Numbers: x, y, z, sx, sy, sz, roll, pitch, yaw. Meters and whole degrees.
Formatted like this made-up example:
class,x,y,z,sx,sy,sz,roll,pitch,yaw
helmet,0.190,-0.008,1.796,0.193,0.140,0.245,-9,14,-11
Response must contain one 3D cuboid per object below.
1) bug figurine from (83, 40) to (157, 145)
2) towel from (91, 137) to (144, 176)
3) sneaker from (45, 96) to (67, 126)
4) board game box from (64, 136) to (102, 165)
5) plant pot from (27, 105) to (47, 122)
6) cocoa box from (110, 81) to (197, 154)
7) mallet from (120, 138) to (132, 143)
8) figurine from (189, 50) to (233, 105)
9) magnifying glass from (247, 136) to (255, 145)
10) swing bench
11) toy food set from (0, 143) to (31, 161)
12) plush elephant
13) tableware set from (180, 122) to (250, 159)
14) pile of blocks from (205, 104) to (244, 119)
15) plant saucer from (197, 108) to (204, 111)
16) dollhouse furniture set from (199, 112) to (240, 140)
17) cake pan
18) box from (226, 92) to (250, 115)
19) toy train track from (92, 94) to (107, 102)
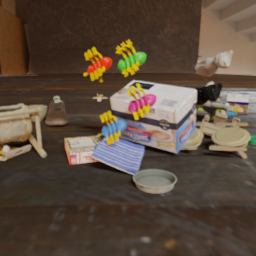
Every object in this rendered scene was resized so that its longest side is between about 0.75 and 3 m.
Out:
class,x,y,z,sx,sy,sz,roll,pitch,yaw
bug figurine,-0.257,-1.010,7.761,2.141,2.761,0.710,-20,-11,35
towel,-0.202,0.651,7.598,1.248,0.206,1.724,21,18,3
sneaker,-3.214,-0.770,12.368,0.917,0.983,2.602,-5,15,-17
board game box,-1.257,0.616,8.270,1.111,0.340,1.467,-4,15,-16
plant pot,-4.090,-0.623,12.495,0.950,0.638,0.950,1,15,0
cocoa box,0.798,-0.409,8.650,2.230,1.464,1.487,14,38,30
mallet,0.272,0.175,10.102,0.623,0.389,1.890,8,13,30
figurine,3.175,-1.902,10.706,0.875,2.032,1.983,18,0,-10
magnifying glass,4.879,0.406,9.499,1.757,0.197,0.699,-5,15,-11
swing bench,-3.905,0.109,8.019,2.273,1.482,2.285,-12,19,-38
toy food set,-3.660,0.598,8.287,1.248,0.377,0.896,7,16,25
plush elephant,3.646,-1.236,12.018,1.498,1.160,1.234,19,-19,20
tableware set,2.469,0.418,8.716,2.442,0.489,1.614,1,30,25
pile of blocks,4.385,-0.671,13.035,2.007,0.824,0.624,3,-29,-16
plant saucer,4.406,-1.117,15.136,1.132,0.271,1.130,6,16,22
dollhouse furniture set,3.244,0.227,10.173,1.272,0.728,1.492,18,49,18
cake pan,0.595,1.207,6.330,0.984,0.180,0.984,0,14,0
box,5.315,-1.166,13.607,1.017,0.580,1.106,6,-28,23
toy train track,-1.898,-2.039,18.685,1.021,0.290,1.780,-1,15,-3
